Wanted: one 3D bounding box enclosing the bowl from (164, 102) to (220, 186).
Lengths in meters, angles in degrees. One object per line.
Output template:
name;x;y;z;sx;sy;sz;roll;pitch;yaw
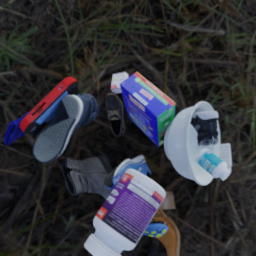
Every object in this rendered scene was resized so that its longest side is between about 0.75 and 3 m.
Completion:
bowl;2.055;0.517;9.444;1.227;2.730;2.730;-2;73;37

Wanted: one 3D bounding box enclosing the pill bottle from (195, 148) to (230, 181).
pill bottle;2.413;1.051;7.954;0.531;0.531;0.959;-42;55;-9

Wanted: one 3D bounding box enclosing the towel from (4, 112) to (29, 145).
towel;-3.670;-0.046;9.548;0.323;1.304;0.963;36;117;0

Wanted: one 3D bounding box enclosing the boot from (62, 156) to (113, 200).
boot;-1.163;2.139;9.699;1.815;0.962;2.757;-2;41;-42

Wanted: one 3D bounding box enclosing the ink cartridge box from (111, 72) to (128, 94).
ink cartridge box;-0.322;-1.795;10.782;0.553;0.320;0.949;-7;54;18

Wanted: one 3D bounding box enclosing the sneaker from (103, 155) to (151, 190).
sneaker;0.134;1.664;9.544;0.950;2.420;1.079;-45;72;28

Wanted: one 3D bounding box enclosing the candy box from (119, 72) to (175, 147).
candy box;0.730;-0.616;10.127;0.873;2.265;1.915;-39;64;-12

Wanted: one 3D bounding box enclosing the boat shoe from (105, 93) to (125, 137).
boat shoe;-0.466;-0.468;10.640;0.644;0.634;1.729;-14;106;4

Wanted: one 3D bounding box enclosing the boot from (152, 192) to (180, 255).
boot;0.795;3.605;10.063;1.985;0.945;2.566;-8;69;5

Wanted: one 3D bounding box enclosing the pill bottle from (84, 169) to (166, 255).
pill bottle;-0.121;2.584;8.117;1.403;1.403;2.518;33;74;8

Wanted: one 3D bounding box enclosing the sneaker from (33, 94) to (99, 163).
sneaker;-2.139;-0.047;10.149;1.076;2.046;2.831;40;109;3

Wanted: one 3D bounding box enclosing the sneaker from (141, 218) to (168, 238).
sneaker;0.628;3.086;8.998;0.599;1.689;0.700;43;56;-14

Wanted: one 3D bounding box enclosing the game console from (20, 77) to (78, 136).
game console;-2.585;-0.654;9.569;0.361;2.057;2.326;43;80;3

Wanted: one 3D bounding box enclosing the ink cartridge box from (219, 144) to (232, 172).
ink cartridge box;3.184;1.181;10.358;1.185;0.261;1.207;-8;51;25

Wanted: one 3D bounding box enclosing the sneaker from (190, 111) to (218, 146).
sneaker;2.330;0.053;8.941;0.706;1.871;1.065;-5;89;-5
